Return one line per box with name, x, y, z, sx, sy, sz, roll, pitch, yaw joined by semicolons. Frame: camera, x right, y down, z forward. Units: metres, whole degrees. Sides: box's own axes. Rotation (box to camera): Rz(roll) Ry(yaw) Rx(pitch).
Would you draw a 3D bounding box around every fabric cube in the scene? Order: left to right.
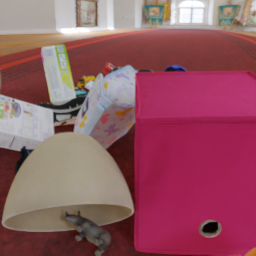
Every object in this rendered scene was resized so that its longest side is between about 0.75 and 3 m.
fabric cube;1.597;0.558;6.216;2.941;2.989;2.998;1;26;2

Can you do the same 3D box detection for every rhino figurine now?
rhino figurine;-0.865;2.091;5.782;1.195;0.357;0.523;30;18;23

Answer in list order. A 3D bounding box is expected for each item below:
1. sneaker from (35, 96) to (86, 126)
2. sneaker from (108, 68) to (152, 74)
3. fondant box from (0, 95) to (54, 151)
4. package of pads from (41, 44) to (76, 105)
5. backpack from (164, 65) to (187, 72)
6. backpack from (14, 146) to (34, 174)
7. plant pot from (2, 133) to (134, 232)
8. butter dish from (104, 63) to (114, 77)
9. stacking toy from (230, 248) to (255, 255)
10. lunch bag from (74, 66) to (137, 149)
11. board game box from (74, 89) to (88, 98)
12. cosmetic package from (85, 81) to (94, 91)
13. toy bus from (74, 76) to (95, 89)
sneaker;-2.625;-0.446;11.053;2.801;1.032;1.120;-7;-17;7
sneaker;0.216;-2.845;16.185;2.781;1.079;1.200;7;7;13
fondant box;-3.549;-0.128;8.793;2.308;0.672;1.665;18;35;-31
package of pads;-3.023;-2.120;12.075;1.012;2.292;2.967;-12;7;-13
backpack;2.295;-1.063;10.513;2.376;1.931;1.994;38;31;17
backpack;-2.624;1.036;7.451;0.643;0.795;0.835;23;20;-50
plant pot;-1.131;1.007;5.477;2.323;2.323;1.560;-3;63;-7
butter dish;-1.162;-3.440;17.505;1.049;0.775;1.046;39;23;-17
stacking toy;1.326;2.619;4.047;2.470;1.805;1.805;-13;21;19
lunch bag;-0.601;-0.601;9.118;1.708;2.279;2.687;40;37;6
board game box;-2.865;-1.727;14.413;1.401;0.197;0.947;-10;27;-20
cosmetic package;-1.948;-2.242;15.225;0.577;0.198;0.765;31;30;1
toy bus;-2.413;-2.608;15.822;1.095;0.599;1.160;6;25;12
